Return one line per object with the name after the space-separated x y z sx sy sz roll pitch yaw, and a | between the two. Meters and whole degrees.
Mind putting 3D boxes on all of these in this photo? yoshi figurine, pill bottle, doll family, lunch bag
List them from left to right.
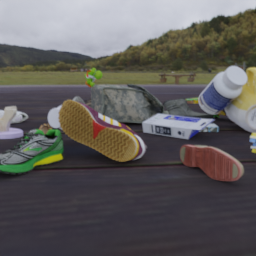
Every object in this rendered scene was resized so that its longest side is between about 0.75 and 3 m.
-1.711 -0.307 8.299 0.746 0.746 1.343 5 6 26 | pill bottle
-1.436 -2.140 11.986 0.652 0.655 1.165 -19 -8 -20 | yoshi figurine
-0.073 -1.093 12.420 2.875 1.690 2.358 1 11 -19 | lunch bag
3.491 -1.376 10.367 1.065 1.065 1.919 -3 -25 -16 | pill bottle
4.459 -0.722 12.850 2.041 0.801 1.180 12 11 36 | doll family

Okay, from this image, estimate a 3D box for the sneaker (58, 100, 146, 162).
-0.700 0.109 7.289 2.512 0.941 1.132 33 8 22 | sneaker

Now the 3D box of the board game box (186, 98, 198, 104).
3.481 -1.279 12.653 1.714 0.257 0.819 -5 8 -11 | board game box

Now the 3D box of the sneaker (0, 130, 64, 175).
-2.352 0.487 6.383 0.792 0.865 2.029 7 14 32 | sneaker

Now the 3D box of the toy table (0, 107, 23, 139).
-4.409 -0.200 9.675 1.632 0.956 1.500 1 11 11 | toy table

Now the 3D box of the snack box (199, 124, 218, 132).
2.750 -0.011 10.595 1.145 0.212 0.665 1 11 4 | snack box

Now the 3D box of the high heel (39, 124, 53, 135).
-2.681 0.113 9.046 1.002 0.358 0.714 -35 20 -36 | high heel

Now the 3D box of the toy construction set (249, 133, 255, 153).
3.683 0.546 6.510 0.992 0.697 1.513 21 6 -32 | toy construction set

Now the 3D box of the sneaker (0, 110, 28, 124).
-5.022 -0.464 11.948 0.781 0.587 1.567 6 13 29 | sneaker

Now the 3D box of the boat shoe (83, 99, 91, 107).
-2.654 -1.250 15.190 1.962 0.719 0.731 -12 8 -24 | boat shoe

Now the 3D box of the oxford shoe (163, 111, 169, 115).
1.866 -0.495 12.327 0.644 0.494 1.712 -6 8 -15 | oxford shoe

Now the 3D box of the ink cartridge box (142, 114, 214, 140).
1.744 -0.056 9.841 2.295 0.450 1.141 8 23 39 | ink cartridge box

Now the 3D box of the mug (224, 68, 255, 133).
4.535 -0.842 10.416 1.794 2.240 1.839 -34 11 19 | mug

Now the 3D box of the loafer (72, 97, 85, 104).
-2.535 -0.596 12.010 0.861 0.984 2.738 -31 13 15 | loafer

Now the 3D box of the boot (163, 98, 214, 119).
2.449 -0.716 11.353 1.914 0.648 1.250 -3 56 -13 | boot

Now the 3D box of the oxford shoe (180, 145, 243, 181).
1.879 0.671 6.082 0.663 0.636 1.796 -2 11 -24 | oxford shoe
